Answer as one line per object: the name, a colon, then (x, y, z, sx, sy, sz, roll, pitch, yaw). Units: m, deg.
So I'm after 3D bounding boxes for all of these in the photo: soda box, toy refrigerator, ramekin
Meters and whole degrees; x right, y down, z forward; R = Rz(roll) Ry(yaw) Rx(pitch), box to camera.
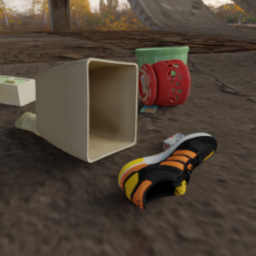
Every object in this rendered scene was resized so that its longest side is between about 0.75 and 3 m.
soda box: (1.381, 0.434, 8.411, 0.280, 0.260, 0.821, 20, 31, 37)
toy refrigerator: (-5.595, -1.754, 12.378, 2.901, 1.015, 1.101, 10, 26, 20)
ramekin: (1.910, -3.782, 15.949, 2.992, 1.462, 2.992, -3, 17, 1)

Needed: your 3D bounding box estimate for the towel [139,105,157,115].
towel: (0.822, -0.736, 11.248, 0.580, 0.086, 0.790, 6, 25, 16)

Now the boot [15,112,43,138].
boot: (-2.848, -0.268, 9.588, 1.283, 0.601, 1.651, 13, 32, 24)

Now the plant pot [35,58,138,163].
plant pot: (-1.239, -0.628, 7.889, 2.147, 2.422, 2.425, 7, 12, 29)

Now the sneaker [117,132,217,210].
sneaker: (1.118, 1.013, 6.279, 2.595, 0.907, 1.167, -21, 37, -17)

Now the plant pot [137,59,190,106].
plant pot: (1.338, -1.793, 11.374, 1.710, 1.878, 1.878, -7, 25, -15)
